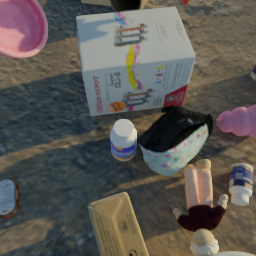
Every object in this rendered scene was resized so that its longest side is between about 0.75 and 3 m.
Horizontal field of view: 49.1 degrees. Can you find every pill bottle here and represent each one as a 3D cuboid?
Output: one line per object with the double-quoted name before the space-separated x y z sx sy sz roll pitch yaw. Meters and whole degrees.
"pill bottle" -0.119 0.317 7.404 0.703 1.255 0.703 0 60 0
"pill bottle" 2.886 1.445 7.164 0.540 0.540 0.973 13 61 8

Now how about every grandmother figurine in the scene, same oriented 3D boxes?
"grandmother figurine" 1.664 1.917 6.613 0.691 1.383 2.280 31 42 -30

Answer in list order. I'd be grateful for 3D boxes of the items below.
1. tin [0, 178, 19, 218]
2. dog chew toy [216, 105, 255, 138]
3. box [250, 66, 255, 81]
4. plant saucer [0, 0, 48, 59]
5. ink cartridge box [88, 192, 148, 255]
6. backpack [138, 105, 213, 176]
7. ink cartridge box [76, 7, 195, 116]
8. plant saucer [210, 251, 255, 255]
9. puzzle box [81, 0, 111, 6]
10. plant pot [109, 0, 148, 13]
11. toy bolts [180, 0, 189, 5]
"tin" -3.127 1.780 7.178 0.568 0.212 1.015 -13 61 -3
"dog chew toy" 3.307 -0.186 7.933 1.537 0.957 0.957 0 59 10
"box" 4.699 -1.347 8.782 0.602 0.552 1.718 -25 63 -13
"plant saucer" -2.790 -2.490 6.630 0.444 1.752 1.752 -6 49 46
"ink cartridge box" -0.042 2.695 5.670 0.849 1.862 2.261 -17 61 -9
"backpack" 1.193 0.323 7.355 1.847 1.169 1.542 -40 34 -27
"ink cartridge box" 0.094 -1.885 8.176 2.921 2.123 2.113 -8 60 -4
"plant saucer" 2.107 3.989 5.448 2.925 0.734 2.925 1 68 -2
"puzzle box" -0.952 -5.924 11.600 1.522 0.291 2.287 7 60 4
"plant pot" 0.205 -5.038 10.584 1.434 1.434 1.245 32 49 17
"toy bolts" 1.449 -4.356 6.827 1.392 2.006 1.917 33 53 0
